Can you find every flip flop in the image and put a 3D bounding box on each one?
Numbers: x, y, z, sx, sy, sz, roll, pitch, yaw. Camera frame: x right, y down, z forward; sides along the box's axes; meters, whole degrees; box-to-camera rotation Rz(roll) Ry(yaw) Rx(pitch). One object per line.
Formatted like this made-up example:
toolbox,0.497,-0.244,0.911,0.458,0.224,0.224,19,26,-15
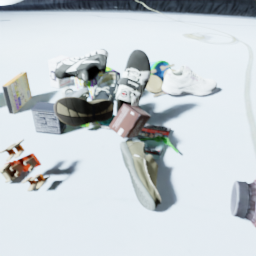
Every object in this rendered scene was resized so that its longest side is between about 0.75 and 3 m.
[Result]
flip flop,-1.317,-0.543,8.389,0.605,0.852,2.102,13,15,41

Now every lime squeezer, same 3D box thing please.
lime squeezer,1.098,0.496,9.523,1.336,0.252,0.472,18,61,11

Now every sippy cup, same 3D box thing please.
sippy cup,1.433,-2.973,14.858,1.321,1.682,1.233,-56,35,-3

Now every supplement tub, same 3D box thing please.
supplement tub,3.760,1.859,6.603,2.452,1.311,1.311,7,32,12

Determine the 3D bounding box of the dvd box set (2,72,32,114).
dvd box set,-4.853,-1.579,12.335,0.263,1.308,1.788,4,32,7

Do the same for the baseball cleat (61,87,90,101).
baseball cleat,-1.895,-1.072,9.524,0.658,1.888,1.005,-24,82,-34

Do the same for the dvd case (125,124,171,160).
dvd case,0.696,0.414,10.080,1.375,0.207,1.884,10,31,16

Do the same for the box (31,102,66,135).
box,-2.941,-0.365,10.507,1.047,1.039,0.645,6,36,7

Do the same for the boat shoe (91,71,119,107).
boat shoe,-0.872,-1.292,10.180,0.948,0.757,2.508,0,34,7

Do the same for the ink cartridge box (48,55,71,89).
ink cartridge box,-3.484,-2.860,14.367,0.600,1.422,1.029,19,36,24

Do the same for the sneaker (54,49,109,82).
sneaker,-2.000,-2.419,11.803,2.575,0.856,1.165,-15,61,14

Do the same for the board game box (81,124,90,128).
board game box,-1.591,-0.457,10.467,0.424,0.835,0.199,11,6,-20

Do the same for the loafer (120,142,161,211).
loafer,0.447,1.157,7.886,0.887,0.957,2.546,-16,40,-7

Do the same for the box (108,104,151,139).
box,0.101,-0.211,9.199,0.675,0.902,1.801,36,9,10

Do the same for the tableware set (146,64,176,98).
tableware set,1.730,-2.307,14.100,2.224,0.446,1.470,-21,75,-25

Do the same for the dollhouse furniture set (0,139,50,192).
dollhouse furniture set,-3.029,1.072,8.031,1.345,1.360,0.701,-21,17,30

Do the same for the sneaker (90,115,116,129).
sneaker,-0.996,-0.436,10.979,1.847,0.735,0.716,8,32,12

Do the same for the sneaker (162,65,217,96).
sneaker,3.038,-2.250,13.318,2.780,1.385,1.041,-3,32,-15

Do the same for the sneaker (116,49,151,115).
sneaker,0.126,-1.415,9.966,0.981,2.647,1.171,16,23,11

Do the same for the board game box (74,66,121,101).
board game box,-1.532,-2.266,13.449,1.295,1.318,2.514,-20,36,-26
